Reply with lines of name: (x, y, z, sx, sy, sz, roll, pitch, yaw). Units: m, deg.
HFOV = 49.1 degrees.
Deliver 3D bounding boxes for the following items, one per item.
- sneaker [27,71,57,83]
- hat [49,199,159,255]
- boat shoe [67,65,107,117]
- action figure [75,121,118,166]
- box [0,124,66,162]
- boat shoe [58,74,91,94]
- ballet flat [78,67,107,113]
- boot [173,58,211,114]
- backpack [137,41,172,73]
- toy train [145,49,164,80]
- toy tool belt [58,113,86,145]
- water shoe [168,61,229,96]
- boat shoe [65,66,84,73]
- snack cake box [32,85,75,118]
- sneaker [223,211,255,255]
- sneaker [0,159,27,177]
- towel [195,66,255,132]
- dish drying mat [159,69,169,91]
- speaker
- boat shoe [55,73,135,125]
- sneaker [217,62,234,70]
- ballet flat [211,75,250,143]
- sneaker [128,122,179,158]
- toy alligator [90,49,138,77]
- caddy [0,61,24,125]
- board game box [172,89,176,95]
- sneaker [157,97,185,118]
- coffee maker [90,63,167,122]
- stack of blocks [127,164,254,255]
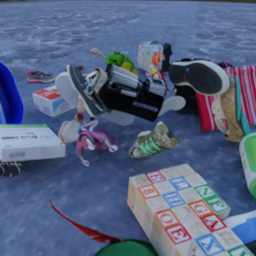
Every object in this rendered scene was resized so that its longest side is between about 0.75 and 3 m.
sneaker: (-4.195, -2.522, 13.701, 1.416, 0.529, 0.571, -8, 31, -14)
hat: (-0.091, 2.072, 4.692, 1.955, 1.721, 1.619, -12, 32, -19)
boat shoe: (-0.933, -0.860, 6.430, 0.430, 1.389, 0.520, -18, 28, 16)
action figure: (-0.956, 0.281, 7.936, 1.199, 1.333, 1.790, -25, -9, 12)
box: (-2.891, 0.350, 7.989, 1.602, 0.403, 2.220, -1, 17, -30)
boat shoe: (-1.813, -1.501, 10.256, 1.776, 0.641, 0.639, -1, 48, 22)
ballet flat: (-0.998, -1.020, 7.171, 0.482, 0.476, 1.417, 0, 50, 30)
boot: (2.736, -1.540, 10.392, 2.412, 1.976, 0.893, 6, 26, 16)
backpack: (1.232, -3.699, 14.667, 1.397, 1.602, 1.823, -17, 30, -33)
toy train: (1.058, -1.724, 9.283, 0.449, 1.613, 1.211, 6, 43, 29)
toy tool belt: (-1.346, 0.037, 6.561, 0.485, 0.477, 0.777, 36, 53, -19)
water shoe: (2.050, -1.498, 7.684, 0.933, 0.845, 2.365, -13, 24, -22)
boat shoe: (-2.850, -3.084, 14.920, 1.011, 0.365, 0.364, -13, 1, -2)
snack cake box: (-2.612, -1.264, 11.378, 1.211, 0.708, 2.106, 24, 38, 32)
sneaker: (3.029, 2.076, 5.497, 2.235, 0.858, 1.244, -15, 27, -16)
sneaker: (-3.599, 0.912, 7.766, 1.655, 0.642, 0.714, 0, 27, 1)
towel: (3.769, -1.078, 9.789, 2.923, 2.114, 0.329, -8, -2, -6)
dish drying mat: (1.417, -1.873, 11.144, 0.106, 1.168, 0.448, -26, 66, 7)
speaker: (3.513, 0.972, 7.390, 0.933, 0.933, 2.110, 6, 31, 10)
boat shoe: (-1.026, -1.096, 9.492, 2.948, 1.031, 0.977, 23, 31, -21)
sneaker: (4.709, -2.545, 13.144, 2.630, 1.135, 1.056, -7, 33, -13)
ballet flat: (2.947, -0.408, 8.222, 0.901, 2.759, 0.973, -2, 51, 29)
sneaker: (0.611, 0.513, 7.601, 0.940, 0.816, 2.122, -41, 2, -22)
toy alligator: (-0.335, -2.402, 10.203, 0.822, 0.752, 2.772, 17, -8, 35)
caddy: (-4.556, -0.943, 9.108, 1.418, 2.702, 1.910, 4, 26, 43)
board game box: (2.377, -1.743, 12.795, 0.561, 0.106, 1.089, 8, 31, 15)
sneaker: (1.298, -0.712, 9.794, 1.315, 0.505, 0.731, -25, 5, -15)
coffee maker: (0.014, -0.891, 8.583, 1.872, 1.798, 1.261, 17, 47, -15)
stack of blocks: (1.253, 1.962, 5.707, 1.579, 0.803, 2.743, -9, 31, -22)
